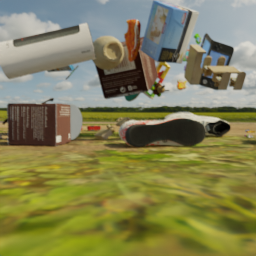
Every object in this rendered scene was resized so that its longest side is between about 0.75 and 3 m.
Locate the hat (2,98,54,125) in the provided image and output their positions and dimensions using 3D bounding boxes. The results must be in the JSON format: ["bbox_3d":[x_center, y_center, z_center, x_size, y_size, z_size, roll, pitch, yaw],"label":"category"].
[{"bbox_3d":[-4.576,-0.382,13.468,2.912,1.175,2.912,-23,12,5],"label":"hat"}]

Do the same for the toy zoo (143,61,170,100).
[{"bbox_3d":[1.398,-2.815,15.072,0.232,2.264,1.485,17,19,-40],"label":"toy zoo"}]

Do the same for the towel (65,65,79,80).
[{"bbox_3d":[-2.497,-2.460,12.493,0.081,0.751,0.551,41,-14,-16],"label":"towel"}]

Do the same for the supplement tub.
[{"bbox_3d":[-2.774,-0.216,9.888,1.974,1.303,1.303,2,3,29],"label":"supplement tub"}]

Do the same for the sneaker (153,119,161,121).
[{"bbox_3d":[2.253,-0.260,19.251,0.654,0.718,1.751,1,2,31],"label":"sneaker"}]

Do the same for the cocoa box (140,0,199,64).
[{"bbox_3d":[1.270,-3.033,8.943,1.083,1.651,1.101,-5,36,-32],"label":"cocoa box"}]

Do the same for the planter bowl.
[{"bbox_3d":[-0.641,-2.614,9.673,1.174,1.174,0.790,-1,9,-22],"label":"planter bowl"}]

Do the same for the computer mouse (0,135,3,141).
[{"bbox_3d":[-4.645,0.257,6.548,2.833,0.747,1.962,13,7,24],"label":"computer mouse"}]

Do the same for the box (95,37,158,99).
[{"bbox_3d":[-0.018,-2.556,11.641,1.944,1.924,2.344,-8,20,19],"label":"box"}]

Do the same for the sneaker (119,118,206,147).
[{"bbox_3d":[0.911,0.098,8.047,2.373,0.792,1.272,-4,6,-18],"label":"sneaker"}]

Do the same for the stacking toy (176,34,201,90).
[{"bbox_3d":[2.804,-3.057,13.062,0.518,2.203,1.661,10,-18,-8],"label":"stacking toy"}]

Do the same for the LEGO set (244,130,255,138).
[{"bbox_3d":[5.003,0.233,11.455,0.321,0.298,0.781,0,3,12],"label":"LEGO set"}]

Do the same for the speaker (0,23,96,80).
[{"bbox_3d":[-2.230,-2.106,7.761,2.524,1.025,1.025,-15,3,-5],"label":"speaker"}]

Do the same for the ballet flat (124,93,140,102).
[{"bbox_3d":[0.564,-2.250,13.621,0.778,2.240,0.778,22,27,-11],"label":"ballet flat"}]

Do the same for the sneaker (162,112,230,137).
[{"bbox_3d":[2.916,-0.167,11.739,2.814,1.062,1.619,2,0,-7],"label":"sneaker"}]

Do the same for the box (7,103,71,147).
[{"bbox_3d":[-2.593,-0.112,8.300,1.464,1.202,1.214,0,2,7],"label":"box"}]

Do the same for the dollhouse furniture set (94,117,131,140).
[{"bbox_3d":[-0.394,0.318,10.325,1.145,0.933,1.089,-38,17,-20],"label":"dollhouse furniture set"}]

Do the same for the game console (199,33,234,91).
[{"bbox_3d":[3.419,-2.603,11.347,1.632,1.912,1.131,16,10,-4],"label":"game console"}]

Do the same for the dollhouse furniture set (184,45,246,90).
[{"bbox_3d":[2.882,-2.094,9.380,1.712,1.137,1.501,-2,33,-10],"label":"dollhouse furniture set"}]

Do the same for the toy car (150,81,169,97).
[{"bbox_3d":[1.534,-1.839,13.048,0.653,0.628,0.795,36,-20,-31],"label":"toy car"}]

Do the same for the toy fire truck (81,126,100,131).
[{"bbox_3d":[-2.438,0.014,17.488,1.226,0.299,0.865,-2,3,-43],"label":"toy fire truck"}]

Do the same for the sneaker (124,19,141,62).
[{"bbox_3d":[0.111,-2.809,9.043,0.506,1.311,0.478,14,23,22],"label":"sneaker"}]

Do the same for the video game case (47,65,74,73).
[{"bbox_3d":[-3.541,-3.223,12.793,2.143,0.191,1.534,8,-37,44],"label":"video game case"}]
